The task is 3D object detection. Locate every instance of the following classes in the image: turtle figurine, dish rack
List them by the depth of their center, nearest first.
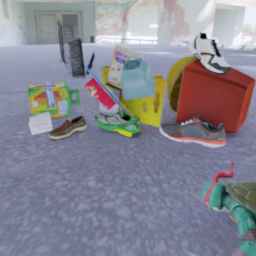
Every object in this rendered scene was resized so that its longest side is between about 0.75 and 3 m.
[{"bbox_3d":[2.113,1.592,4.485,2.762,1.391,2.068,19,28,28],"label":"turtle figurine"},{"bbox_3d":[-1.303,-1.779,6.379,0.365,1.027,1.340,-9,-10,1],"label":"dish rack"}]

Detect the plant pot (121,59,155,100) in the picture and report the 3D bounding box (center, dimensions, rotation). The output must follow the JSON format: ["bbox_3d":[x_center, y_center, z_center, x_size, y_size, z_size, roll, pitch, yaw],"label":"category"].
[{"bbox_3d":[0.217,-1.411,7.803,0.849,0.865,0.847,-6,46,17],"label":"plant pot"}]

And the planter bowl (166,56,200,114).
[{"bbox_3d":[2.363,-1.971,11.155,2.726,2.726,1.135,-14,46,-32],"label":"planter bowl"}]

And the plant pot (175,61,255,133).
[{"bbox_3d":[3.179,-1.024,9.945,2.042,2.315,2.317,17,27,27],"label":"plant pot"}]

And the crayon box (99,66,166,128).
[{"bbox_3d":[0.215,-1.151,9.921,2.643,1.678,0.671,19,24,32],"label":"crayon box"}]

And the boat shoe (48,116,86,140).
[{"bbox_3d":[-2.103,-0.066,9.665,0.564,0.565,1.528,15,26,33],"label":"boat shoe"}]

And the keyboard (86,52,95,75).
[{"bbox_3d":[-1.266,-2.068,9.365,0.090,0.870,0.553,13,58,-17],"label":"keyboard"}]

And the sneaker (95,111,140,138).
[{"bbox_3d":[-0.360,-0.290,9.861,1.882,0.802,0.734,14,24,28],"label":"sneaker"}]

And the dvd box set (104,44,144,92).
[{"bbox_3d":[-0.106,-1.781,8.647,0.975,1.332,0.196,19,-15,-21],"label":"dvd box set"}]

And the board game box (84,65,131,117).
[{"bbox_3d":[-0.846,-1.026,8.722,2.015,0.497,2.551,49,4,13],"label":"board game box"}]

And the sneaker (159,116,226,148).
[{"bbox_3d":[2.094,-0.027,9.108,2.181,0.893,0.840,10,23,24],"label":"sneaker"}]

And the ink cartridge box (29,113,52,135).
[{"bbox_3d":[-3.082,-0.130,9.873,0.714,0.421,1.240,-14,21,-12],"label":"ink cartridge box"}]

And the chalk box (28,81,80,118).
[{"bbox_3d":[-3.022,-1.193,11.618,2.023,1.263,1.254,-7,22,-15],"label":"chalk box"}]

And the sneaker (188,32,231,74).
[{"bbox_3d":[2.697,-2.467,9.185,0.687,0.745,1.862,-7,48,-36],"label":"sneaker"}]
